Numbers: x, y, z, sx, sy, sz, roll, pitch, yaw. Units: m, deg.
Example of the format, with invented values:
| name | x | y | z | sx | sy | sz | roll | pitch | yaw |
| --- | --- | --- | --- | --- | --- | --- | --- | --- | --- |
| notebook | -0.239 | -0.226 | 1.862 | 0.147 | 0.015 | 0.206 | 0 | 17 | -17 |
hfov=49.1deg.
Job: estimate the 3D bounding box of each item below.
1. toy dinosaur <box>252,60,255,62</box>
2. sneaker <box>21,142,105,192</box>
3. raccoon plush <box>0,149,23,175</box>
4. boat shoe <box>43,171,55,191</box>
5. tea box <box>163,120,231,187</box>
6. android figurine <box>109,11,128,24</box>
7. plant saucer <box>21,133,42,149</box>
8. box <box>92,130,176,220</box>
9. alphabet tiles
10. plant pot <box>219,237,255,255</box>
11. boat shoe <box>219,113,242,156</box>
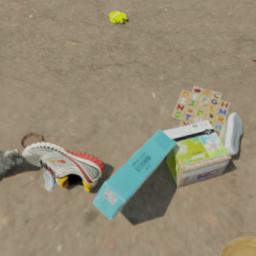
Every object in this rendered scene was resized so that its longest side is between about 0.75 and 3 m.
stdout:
| name | x | y | z | sx | sy | sz | roll | pitch | yaw |
| --- | --- | --- | --- | --- | --- | --- | --- | --- | --- |
| toy dinosaur | 6.389 | -2.385 | 12.660 | 1.017 | 1.937 | 1.758 | 29 | 78 | -19 |
| sneaker | -2.294 | 1.299 | 9.340 | 2.858 | 1.113 | 1.174 | 13 | 54 | 10 |
| raccoon plush | -4.124 | 1.407 | 9.345 | 1.046 | 0.755 | 1.561 | 5 | 74 | 45 |
| boat shoe | -1.954 | 1.344 | 7.089 | 0.273 | 0.235 | 0.758 | -50 | 32 | 7 |
| tea box | 2.235 | 0.865 | 9.635 | 1.728 | 1.154 | 1.700 | -14 | 54 | -11 |
| android figurine | -0.575 | -6.195 | 15.729 | 1.144 | 0.235 | 1.041 | 33 | 59 | 22 |
| plant saucer | -3.631 | 0.525 | 10.560 | 0.775 | 0.134 | 0.775 | 0 | 53 | 1 |
| box | 0.262 | 1.277 | 8.250 | 0.716 | 1.199 | 2.915 | 40 | 44 | 11 |
| alphabet tiles | 3.027 | -0.741 | 11.575 | 2.094 | 0.080 | 2.516 | 18 | 54 | 14 |
| plant pot | 3.500 | 4.146 | 7.636 | 2.217 | 0.305 | 2.217 | 0 | 53 | 0 |
| boat shoe | 3.732 | 0.203 | 10.439 | 0.682 | 0.791 | 2.198 | -21 | 24 | 40 |
